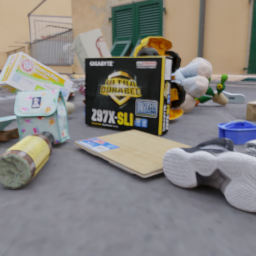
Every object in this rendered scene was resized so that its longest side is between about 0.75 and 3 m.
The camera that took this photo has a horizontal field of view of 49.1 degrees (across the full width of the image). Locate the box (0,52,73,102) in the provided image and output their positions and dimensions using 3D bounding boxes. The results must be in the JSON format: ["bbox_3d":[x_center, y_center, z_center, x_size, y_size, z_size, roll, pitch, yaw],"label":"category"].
[{"bbox_3d":[-3.480,-1.648,10.557,1.172,1.301,2.313,4,-18,47],"label":"box"}]

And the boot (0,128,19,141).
[{"bbox_3d":[-3.256,0.172,7.508,0.597,0.295,0.769,0,20,17],"label":"boot"}]

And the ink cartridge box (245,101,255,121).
[{"bbox_3d":[5.228,-0.562,9.692,1.432,0.653,1.738,-13,17,-40],"label":"ink cartridge box"}]

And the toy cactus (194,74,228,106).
[{"bbox_3d":[3.741,-1.608,12.770,1.916,2.323,1.188,26,39,-27],"label":"toy cactus"}]

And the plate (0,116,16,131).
[{"bbox_3d":[-4.096,0.070,7.139,2.506,0.320,2.506,-8,8,1],"label":"plate"}]

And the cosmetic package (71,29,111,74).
[{"bbox_3d":[-1.344,-2.759,11.885,1.040,2.384,1.232,-27,9,-24],"label":"cosmetic package"}]

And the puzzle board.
[{"bbox_3d":[0.213,0.497,6.146,1.843,0.213,2.446,-11,17,-38],"label":"puzzle board"}]

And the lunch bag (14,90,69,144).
[{"bbox_3d":[-2.091,-0.273,6.814,1.114,1.308,0.797,-3,12,8],"label":"lunch bag"}]

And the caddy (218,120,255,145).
[{"bbox_3d":[2.831,0.073,7.212,1.051,0.552,0.743,-3,13,-12],"label":"caddy"}]

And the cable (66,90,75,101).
[{"bbox_3d":[-3.909,-1.864,15.123,1.359,0.704,2.797,-12,18,-43],"label":"cable"}]

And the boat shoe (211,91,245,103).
[{"bbox_3d":[5.024,-1.558,14.264,1.632,0.578,0.741,9,14,6],"label":"boat shoe"}]

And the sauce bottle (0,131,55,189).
[{"bbox_3d":[-1.831,0.490,5.334,0.644,0.644,1.990,0,11,-1],"label":"sauce bottle"}]

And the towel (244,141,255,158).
[{"bbox_3d":[2.966,0.557,5.295,0.993,0.513,1.200,-3,12,-21],"label":"towel"}]

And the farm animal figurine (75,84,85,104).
[{"bbox_3d":[-1.616,-1.295,12.597,1.424,0.751,1.440,11,27,-27],"label":"farm animal figurine"}]

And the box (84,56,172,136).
[{"bbox_3d":[-0.080,-1.004,8.285,2.689,2.147,0.664,9,15,30],"label":"box"}]

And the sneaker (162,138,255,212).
[{"bbox_3d":[1.649,0.602,4.397,2.063,0.779,1.174,9,18,43],"label":"sneaker"}]

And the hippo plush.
[{"bbox_3d":[1.798,-2.251,11.578,2.395,2.373,2.979,29,10,-14],"label":"hippo plush"}]

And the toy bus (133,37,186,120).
[{"bbox_3d":[0.480,-1.537,9.788,2.555,2.661,1.806,-4,5,41],"label":"toy bus"}]

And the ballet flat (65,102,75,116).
[{"bbox_3d":[-2.799,-0.517,9.825,1.849,0.642,0.642,-6,14,-8],"label":"ballet flat"}]
